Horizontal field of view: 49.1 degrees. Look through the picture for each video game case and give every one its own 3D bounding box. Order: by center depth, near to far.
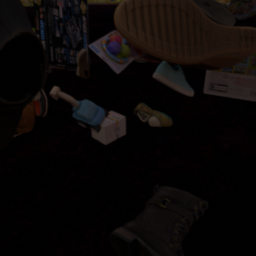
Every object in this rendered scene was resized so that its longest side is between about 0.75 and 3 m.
[{"bbox_3d":[4.675,-2.432,11.164,2.944,2.680,0.337,13,31,21],"label":"video game case"}]

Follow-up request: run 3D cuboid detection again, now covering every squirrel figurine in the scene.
[{"bbox_3d":[-3.872,-0.618,8.549,1.979,2.120,1.500,1,23,21],"label":"squirrel figurine"}]

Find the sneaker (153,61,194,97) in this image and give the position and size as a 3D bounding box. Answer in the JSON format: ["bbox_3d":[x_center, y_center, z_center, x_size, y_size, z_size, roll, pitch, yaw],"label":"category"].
[{"bbox_3d":[1.012,-0.978,5.605,1.125,0.461,0.416,20,12,-41],"label":"sneaker"}]

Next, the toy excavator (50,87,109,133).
[{"bbox_3d":[-1.089,-0.475,6.306,1.079,1.109,0.554,21,72,23],"label":"toy excavator"}]

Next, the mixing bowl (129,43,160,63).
[{"bbox_3d":[1.049,-3.045,8.010,2.113,2.113,1.144,-16,5,-26],"label":"mixing bowl"}]

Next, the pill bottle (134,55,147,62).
[{"bbox_3d":[0.458,-3.267,10.180,0.973,1.782,0.973,-2,68,5],"label":"pill bottle"}]

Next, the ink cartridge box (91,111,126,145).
[{"bbox_3d":[-0.617,-0.020,8.953,0.674,0.662,0.916,25,38,36],"label":"ink cartridge box"}]

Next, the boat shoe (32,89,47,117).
[{"bbox_3d":[-2.349,-0.892,7.006,0.456,1.280,0.400,-7,4,38],"label":"boat shoe"}]

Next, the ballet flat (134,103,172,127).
[{"bbox_3d":[0.811,-0.353,9.764,0.599,0.599,1.694,-20,36,-31],"label":"ballet flat"}]

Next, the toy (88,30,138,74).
[{"bbox_3d":[-0.242,-2.310,7.929,1.056,0.433,1.834,42,35,-5],"label":"toy"}]

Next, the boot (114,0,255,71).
[{"bbox_3d":[0.778,-1.592,5.565,2.934,1.062,2.441,3,2,-23],"label":"boot"}]

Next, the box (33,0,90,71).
[{"bbox_3d":[-2.389,-3.593,10.358,0.642,2.792,2.219,2,7,33],"label":"box"}]

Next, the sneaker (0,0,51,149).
[{"bbox_3d":[-2.013,-0.405,4.170,1.119,2.992,1.589,-8,45,-34],"label":"sneaker"}]

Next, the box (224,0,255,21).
[{"bbox_3d":[3.278,-3.339,7.630,0.689,0.217,1.251,27,-1,-15],"label":"box"}]

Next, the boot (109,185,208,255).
[{"bbox_3d":[0.968,1.956,5.350,2.272,0.787,1.978,22,37,37],"label":"boot"}]

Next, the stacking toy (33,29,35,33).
[{"bbox_3d":[-3.324,-3.298,10.125,1.488,0.864,0.817,-40,91,-32],"label":"stacking toy"}]

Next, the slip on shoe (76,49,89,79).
[{"bbox_3d":[-0.951,-1.362,6.046,0.247,0.815,0.310,34,57,6],"label":"slip on shoe"}]

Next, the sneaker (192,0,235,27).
[{"bbox_3d":[2.726,-3.891,9.947,2.084,1.107,0.780,37,68,16],"label":"sneaker"}]
